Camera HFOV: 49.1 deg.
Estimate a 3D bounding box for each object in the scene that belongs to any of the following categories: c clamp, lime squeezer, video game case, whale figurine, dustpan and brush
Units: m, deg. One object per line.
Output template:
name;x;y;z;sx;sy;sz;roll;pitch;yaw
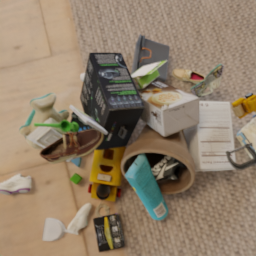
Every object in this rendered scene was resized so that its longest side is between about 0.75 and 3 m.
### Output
c clamp;3.628;0.817;9.002;1.269;0.172;1.084;-22;61;-24
lime squeezer;-2.290;-0.049;10.049;0.832;2.356;0.444;9;86;21
video game case;-1.151;-0.221;8.175;0.922;1.012;0.112;39;93;37
whale figurine;-3.230;-0.357;10.588;2.012;2.530;1.313;-27;56;-29
dustpan and brush;-2.619;3.981;10.824;1.239;0.355;0.865;5;80;8

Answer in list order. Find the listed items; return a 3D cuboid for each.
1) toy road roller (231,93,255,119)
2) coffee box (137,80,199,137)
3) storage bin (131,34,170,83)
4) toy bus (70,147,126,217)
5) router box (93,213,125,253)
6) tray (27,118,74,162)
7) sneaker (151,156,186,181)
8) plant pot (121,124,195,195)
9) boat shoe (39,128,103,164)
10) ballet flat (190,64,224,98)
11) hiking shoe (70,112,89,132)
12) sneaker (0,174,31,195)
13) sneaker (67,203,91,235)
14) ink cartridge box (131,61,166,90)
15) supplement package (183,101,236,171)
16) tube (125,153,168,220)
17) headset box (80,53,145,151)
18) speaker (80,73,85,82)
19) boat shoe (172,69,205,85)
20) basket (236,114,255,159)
toy road roller;4.187;-0.762;9.732;0.982;0.717;0.604;-32;104;-1
coffee box;1.213;-0.804;10.171;1.462;2.556;1.019;-18;119;-18
storage bin;0.955;-2.747;11.753;1.370;1.485;2.040;9;78;-9
toy bus;-0.846;1.813;10.668;2.502;1.370;2.651;-37;82;-6
router box;-0.737;3.978;10.666;0.986;0.327;1.254;-12;80;4
tray;-2.523;0.574;10.455;1.207;2.249;0.249;-37;48;10
sneaker;1.330;1.598;10.000;1.954;0.649;0.884;-48;69;26
plant pot;1.240;0.836;10.406;2.613;2.613;2.279;15;47;3
boat shoe;-1.779;0.507;8.680;2.069;0.744;0.746;-21;64;11
ballet flat;3.232;-1.760;11.045;0.706;1.962;0.706;8;66;-19
hiking shoe;-1.391;0.112;11.341;2.213;0.823;0.959;25;108;18
sneaker;-4.562;2.238;11.134;1.525;0.571;0.760;-4;56;1
sneaker;-1.746;3.525;10.825;0.570;0.484;1.287;39;86;-12
ink cartridge box;0.740;-1.885;10.137;1.018;1.378;0.522;-41;113;-28
supplement package;3.014;0.381;10.804;1.485;1.480;2.531;1;80;-13
tube;0.693;2.159;9.756;0.712;2.825;1.094;6;45;35
headset box;-0.665;-0.840;9.833;1.259;2.362;2.713;-6;56;-23
speaker;-1.571;-2.161;11.676;0.912;0.370;0.370;-4;75;37
boat shoe;2.626;-2.269;12.026;1.455;0.503;0.536;16;79;4
basket;5.601;0.205;10.750;2.457;1.709;2.166;-34;79;25
